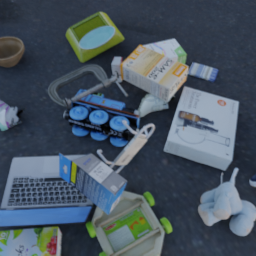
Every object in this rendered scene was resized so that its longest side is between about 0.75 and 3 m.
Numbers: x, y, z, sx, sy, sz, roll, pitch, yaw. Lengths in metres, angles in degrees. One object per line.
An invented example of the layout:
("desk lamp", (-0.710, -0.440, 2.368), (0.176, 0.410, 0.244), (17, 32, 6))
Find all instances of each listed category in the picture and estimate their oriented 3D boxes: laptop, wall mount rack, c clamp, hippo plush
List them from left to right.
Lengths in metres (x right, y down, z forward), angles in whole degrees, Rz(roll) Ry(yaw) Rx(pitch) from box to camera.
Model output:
("laptop", (-2.436, 1.629, 7.992), (2.768, 1.713, 2.956), (-2, 51, -2))
("c clamp", (-1.565, -1.434, 9.927), (2.497, 0.338, 2.133), (-24, 56, -7))
("wall mount rack", (0.013, 0.510, 8.453), (2.020, 1.755, 0.753), (-50, 64, 11))
("hippo plush", (2.901, 2.304, 7.976), (1.321, 1.308, 1.643), (37, 59, -6))

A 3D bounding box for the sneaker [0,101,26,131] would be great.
("sneaker", (-4.446, -0.675, 10.587), (1.114, 0.619, 1.592), (-20, 63, -17))

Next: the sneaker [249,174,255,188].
("sneaker", (4.708, 0.892, 8.488), (2.416, 0.847, 1.311), (-19, 95, -1))

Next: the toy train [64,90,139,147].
("toy train", (-0.851, -0.382, 9.971), (2.763, 1.198, 1.579), (14, 47, 11))

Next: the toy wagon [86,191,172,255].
("toy wagon", (-0.133, 2.594, 7.984), (2.057, 0.525, 2.651), (-23, 54, -18))

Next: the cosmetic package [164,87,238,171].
("cosmetic package", (2.645, -0.087, 9.878), (2.108, 0.722, 2.796), (18, 52, 6))

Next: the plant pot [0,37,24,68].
("plant pot", (-5.425, -3.253, 12.480), (1.692, 0.781, 1.692), (0, 51, 0))

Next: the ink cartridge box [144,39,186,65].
("ink cartridge box", (1.283, -3.094, 12.370), (2.184, 0.735, 1.279), (-16, 53, -12))

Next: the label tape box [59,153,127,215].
("label tape box", (-0.998, 1.360, 7.553), (1.815, 1.308, 0.574), (35, 53, 14))

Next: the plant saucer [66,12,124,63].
("plant saucer", (-1.687, -4.435, 13.120), (2.305, 0.552, 2.302), (-30, 59, -2))

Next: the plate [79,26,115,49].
("plate", (-1.310, -3.820, 12.030), (1.684, 0.215, 1.684), (-14, 45, 15))

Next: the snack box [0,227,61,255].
("snack box", (-2.560, 3.725, 7.026), (1.580, 0.589, 2.222), (-4, 52, -3))

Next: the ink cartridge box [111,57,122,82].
("ink cartridge box", (-0.432, -2.427, 11.711), (0.359, 0.867, 0.636), (3, 45, 9))

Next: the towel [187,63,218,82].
("towel", (3.264, -2.436, 12.243), (1.203, 0.143, 0.884), (19, 52, 13))

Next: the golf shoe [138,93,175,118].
("golf shoe", (1.085, -0.940, 10.717), (0.903, 0.727, 1.858), (35, 60, 18))

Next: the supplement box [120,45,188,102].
("supplement box", (0.969, -2.103, 10.626), (2.193, 0.806, 1.382), (30, 62, 19))
